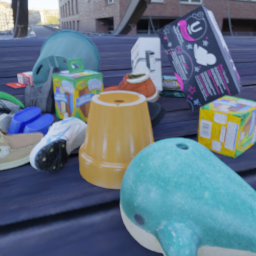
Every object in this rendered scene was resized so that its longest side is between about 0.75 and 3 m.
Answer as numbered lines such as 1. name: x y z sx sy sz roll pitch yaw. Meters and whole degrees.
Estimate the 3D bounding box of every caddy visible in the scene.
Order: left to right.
1. caddy: -2.710 -0.003 7.864 0.938 0.697 1.327 29 29 8

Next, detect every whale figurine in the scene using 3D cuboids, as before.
1. whale figurine: 1.219 1.053 4.123 2.859 1.483 2.274 16 27 34

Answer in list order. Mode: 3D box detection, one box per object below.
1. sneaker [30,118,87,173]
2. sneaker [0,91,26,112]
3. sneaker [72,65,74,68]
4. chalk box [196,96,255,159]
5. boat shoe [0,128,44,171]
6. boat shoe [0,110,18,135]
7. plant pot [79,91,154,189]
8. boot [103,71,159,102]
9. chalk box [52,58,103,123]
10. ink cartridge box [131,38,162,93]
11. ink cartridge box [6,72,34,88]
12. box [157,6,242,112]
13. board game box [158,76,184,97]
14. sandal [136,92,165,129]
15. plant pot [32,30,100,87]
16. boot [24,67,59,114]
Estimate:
1. sneaker: -1.704 0.336 6.672 0.877 0.870 2.420 18 19 7
2. sneaker: -3.933 -0.687 8.133 1.862 0.793 0.727 13 -10 -22
3. sneaker: -3.426 -2.634 14.039 2.585 0.971 1.486 -3 21 -20
4. chalk box: 2.845 -0.136 7.537 1.142 1.147 1.844 20 31 41
5. boat shoe: -3.229 0.434 6.419 2.763 0.917 1.023 -13 25 -29
6. boat shoe: -3.626 -0.106 8.084 0.606 0.726 1.946 -5 16 -8
7. plant pot: -0.206 0.133 6.159 1.823 1.669 1.823 0 22 0
8. boot: -0.095 -1.458 9.969 2.196 1.178 0.824 -3 49 24
9. chalk box: -1.634 -1.269 9.238 1.217 1.963 1.225 18 28 38
10. ink cartridge box: 0.693 -2.342 11.178 0.852 2.055 1.509 -1 -5 -12
11. ink cartridge box: -4.989 -2.466 14.139 1.095 0.506 2.010 20 28 40
12. box: 2.470 -2.256 9.274 1.629 2.839 1.876 -21 6 29
13. board game box: 1.957 -1.974 13.112 1.834 0.382 2.712 4 22 10
14. sandal: 0.369 -0.407 8.421 1.009 0.643 2.685 -44 25 -1
15. plant pot: -2.592 -2.388 11.504 2.706 2.706 2.651 0 29 -1
16. boot: -3.072 -1.377 9.783 1.115 1.694 0.591 13 5 5
